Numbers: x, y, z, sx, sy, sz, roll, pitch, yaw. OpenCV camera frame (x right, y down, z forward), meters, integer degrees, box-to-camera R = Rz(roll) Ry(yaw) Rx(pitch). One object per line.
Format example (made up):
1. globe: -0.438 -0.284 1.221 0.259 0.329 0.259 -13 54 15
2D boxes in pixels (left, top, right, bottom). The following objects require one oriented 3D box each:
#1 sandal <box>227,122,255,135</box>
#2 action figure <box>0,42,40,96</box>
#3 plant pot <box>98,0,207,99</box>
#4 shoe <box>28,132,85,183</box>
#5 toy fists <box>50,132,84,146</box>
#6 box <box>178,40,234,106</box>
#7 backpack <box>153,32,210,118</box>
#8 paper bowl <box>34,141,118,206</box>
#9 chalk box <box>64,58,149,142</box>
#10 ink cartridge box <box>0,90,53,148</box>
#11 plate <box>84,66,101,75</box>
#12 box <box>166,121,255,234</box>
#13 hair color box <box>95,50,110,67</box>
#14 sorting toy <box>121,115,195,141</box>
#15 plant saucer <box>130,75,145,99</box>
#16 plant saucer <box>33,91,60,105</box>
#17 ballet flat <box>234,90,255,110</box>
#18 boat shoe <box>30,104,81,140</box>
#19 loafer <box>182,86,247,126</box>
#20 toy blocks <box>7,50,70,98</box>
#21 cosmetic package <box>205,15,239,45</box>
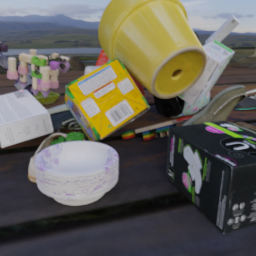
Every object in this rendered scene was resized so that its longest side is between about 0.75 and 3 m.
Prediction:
1. sandal: 2.712 0.310 6.390 0.806 1.121 2.824 -19 19 -3
2. action figure: -3.793 -2.089 8.367 2.698 0.936 1.756 40 3 -33
3. plant pot: 0.698 -1.959 6.892 2.297 2.297 2.161 -10 53 -28
4. shoe: -1.613 0.499 6.760 0.839 0.640 2.399 3 19 9
5. toy fists: -1.451 0.343 6.608 0.874 0.301 0.446 -21 23 11
6. box: 2.146 -1.544 7.907 0.717 1.482 1.308 39 43 16
7. backpack: 1.804 -1.811 10.057 1.811 2.861 2.388 -14 11 -24
8. paper bowl: -0.954 0.878 5.357 1.547 0.805 1.547 0 18 0
9. chalk box: -0.700 -0.573 7.423 1.467 1.460 2.359 -34 3 -15
10. ink cartridge box: -3.265 -0.217 6.815 2.205 0.559 2.502 -17 27 -25
11. plate: -0.798 -1.119 9.070 0.282 1.739 1.743 14 19 27
12. box: 1.767 0.737 5.183 1.428 1.195 1.923 -7 20 -20
13. hair color box: -0.802 -1.716 9.948 0.570 1.860 0.944 12 -12 40
14. sorting toy: 0.994 0.044 7.988 2.267 0.383 1.093 -15 -1 28
15. plant saucer: -0.334 -2.305 11.432 0.471 2.566 2.561 -20 12 -21
16. plant saucer: -4.195 -1.305 12.549 1.708 0.410 1.711 -16 25 -40
17. ballet flat: 5.608 -1.149 11.325 2.554 0.933 0.933 1 18 3
18. boat shoe: -2.002 -0.287 8.729 0.991 0.819 2.647 1 15 42
19. loafer: 2.056 -0.243 6.506 0.673 1.790 0.623 16 36 -54
20. toy blocks: -2.325 -1.328 7.375 1.190 1.072 1.274 16 31 7
21. cosmetic package: 3.037 -3.076 9.094 0.294 1.160 0.479 37 34 -13
